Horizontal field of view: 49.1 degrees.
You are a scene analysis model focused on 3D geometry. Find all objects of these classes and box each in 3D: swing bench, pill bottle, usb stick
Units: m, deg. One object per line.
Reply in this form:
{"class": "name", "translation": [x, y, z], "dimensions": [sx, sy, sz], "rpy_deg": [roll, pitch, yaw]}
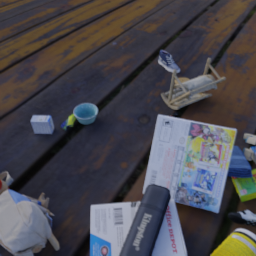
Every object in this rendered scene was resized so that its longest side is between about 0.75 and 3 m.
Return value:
{"class": "swing bench", "translation": [2.979, -1.882, 13.157], "dimensions": [2.103, 2.114, 1.372], "rpy_deg": [-23, 70, -20]}
{"class": "pill bottle", "translation": [2.844, 3.822, 7.738], "dimensions": [1.989, 1.118, 1.118], "rpy_deg": [-29, 51, -28]}
{"class": "usb stick", "translation": [0.447, 2.797, 7.649], "dimensions": [0.803, 0.472, 2.897], "rpy_deg": [19, 49, 12]}

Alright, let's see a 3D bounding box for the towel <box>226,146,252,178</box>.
{"class": "towel", "translation": [3.850, 1.250, 10.444], "dimensions": [1.058, 0.460, 1.894], "rpy_deg": [4, 23, 6]}

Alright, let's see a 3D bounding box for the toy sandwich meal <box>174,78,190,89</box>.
{"class": "toy sandwich meal", "translation": [2.862, -2.342, 14.745], "dimensions": [0.945, 0.324, 0.945], "rpy_deg": [-3, 33, 2]}

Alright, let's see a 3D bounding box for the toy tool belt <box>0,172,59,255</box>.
{"class": "toy tool belt", "translation": [-3.302, 2.754, 8.806], "dimensions": [2.782, 1.709, 1.737], "rpy_deg": [33, 81, 40]}

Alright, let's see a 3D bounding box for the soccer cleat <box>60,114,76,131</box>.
{"class": "soccer cleat", "translation": [-2.604, -0.268, 12.631], "dimensions": [0.456, 0.353, 1.091], "rpy_deg": [45, 49, 1]}

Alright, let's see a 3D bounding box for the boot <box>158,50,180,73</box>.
{"class": "boot", "translation": [2.311, -3.762, 15.880], "dimensions": [0.593, 0.737, 1.630], "rpy_deg": [-29, 51, -27]}

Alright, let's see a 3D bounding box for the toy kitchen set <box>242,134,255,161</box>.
{"class": "toy kitchen set", "translation": [4.896, 0.781, 11.428], "dimensions": [0.682, 0.928, 1.158], "rpy_deg": [18, 12, 35]}

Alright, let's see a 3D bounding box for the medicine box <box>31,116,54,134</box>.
{"class": "medicine box", "translation": [-3.701, -0.132, 12.126], "dimensions": [0.799, 0.728, 0.411], "rpy_deg": [1, 44, 1]}

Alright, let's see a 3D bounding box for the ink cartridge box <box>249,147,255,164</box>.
{"class": "ink cartridge box", "translation": [5.384, 1.049, 11.158], "dimensions": [0.891, 0.383, 0.653], "rpy_deg": [-9, 44, -8]}

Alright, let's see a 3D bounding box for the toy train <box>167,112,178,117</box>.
{"class": "toy train", "translation": [1.907, -0.518, 12.954], "dimensions": [0.935, 0.160, 0.214], "rpy_deg": [-16, 58, -17]}

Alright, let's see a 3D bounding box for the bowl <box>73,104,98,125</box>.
{"class": "bowl", "translation": [-1.897, -0.556, 12.685], "dimensions": [1.079, 0.564, 1.079], "rpy_deg": [0, 43, 0]}

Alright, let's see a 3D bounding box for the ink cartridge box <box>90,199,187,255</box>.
{"class": "ink cartridge box", "translation": [0.216, 3.280, 8.317], "dimensions": [2.600, 1.096, 1.898], "rpy_deg": [-3, 44, -3]}

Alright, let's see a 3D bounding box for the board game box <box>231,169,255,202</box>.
{"class": "board game box", "translation": [4.647, 1.890, 9.814], "dimensions": [1.724, 0.411, 0.876], "rpy_deg": [-20, 41, 12]}

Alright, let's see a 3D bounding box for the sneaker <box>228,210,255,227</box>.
{"class": "sneaker", "translation": [3.802, 2.914, 9.246], "dimensions": [1.055, 0.391, 0.467], "rpy_deg": [15, 44, 1]}

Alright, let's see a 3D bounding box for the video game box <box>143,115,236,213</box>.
{"class": "video game box", "translation": [2.036, 1.154, 9.517], "dimensions": [2.580, 2.831, 0.663], "rpy_deg": [12, 6, 14]}
